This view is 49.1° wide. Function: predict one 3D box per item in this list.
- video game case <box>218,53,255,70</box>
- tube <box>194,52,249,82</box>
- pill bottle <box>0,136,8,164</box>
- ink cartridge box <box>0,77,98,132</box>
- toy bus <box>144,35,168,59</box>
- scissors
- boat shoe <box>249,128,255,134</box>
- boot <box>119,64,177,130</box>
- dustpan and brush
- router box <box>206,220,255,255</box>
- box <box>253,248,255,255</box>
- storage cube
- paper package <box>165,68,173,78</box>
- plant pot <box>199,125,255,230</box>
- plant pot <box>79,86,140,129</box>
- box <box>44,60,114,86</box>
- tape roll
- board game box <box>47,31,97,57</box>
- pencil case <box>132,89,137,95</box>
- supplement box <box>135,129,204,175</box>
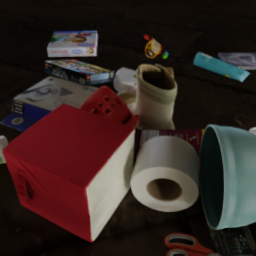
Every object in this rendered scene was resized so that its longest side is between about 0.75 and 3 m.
[{"bbox_3d":[5.338,-3.052,12.770,2.064,0.196,1.475,0,38,-1],"label":"video game case"},{"bbox_3d":[3.935,-2.586,11.943,2.270,0.572,0.879,30,55,26],"label":"tube"},{"bbox_3d":[-3.997,0.678,7.571,1.338,0.743,0.743,-8,39,-10],"label":"pill bottle"},{"bbox_3d":[-2.437,-0.741,9.527,2.732,0.556,2.738,16,41,19],"label":"ink cartridge box"},{"bbox_3d":[1.115,-3.615,13.076,1.308,0.676,1.234,1,54,-47],"label":"toy bus"},{"bbox_3d":[1.656,2.443,5.436,1.989,0.139,0.728,-3,33,22],"label":"scissors"},{"bbox_3d":[4.375,0.695,7.602,0.804,0.845,2.346,-17,33,-22],"label":"boat shoe"},{"bbox_3d":[0.463,-0.930,8.369,1.035,2.221,2.872,-24,44,-19],"label":"boot"},{"bbox_3d":[-0.123,-1.559,10.672,1.469,0.602,2.105,21,36,19],"label":"dustpan and brush"},{"bbox_3d":[2.174,2.275,5.883,0.770,0.319,1.028,-2,39,-2],"label":"router box"},{"bbox_3d":[4.008,2.141,5.565,2.204,0.609,2.751,31,47,21],"label":"box"},{"bbox_3d":[-1.171,0.941,6.319,1.999,1.901,2.224,19,42,20],"label":"storage cube"},{"bbox_3d":[1.463,-2.117,11.406,0.731,0.397,0.767,1,38,1],"label":"paper package"},{"bbox_3d":[2.316,0.960,5.619,1.376,2.054,2.054,0,38,2],"label":"plant pot"},{"bbox_3d":[-0.592,-0.139,7.844,1.431,1.571,1.571,41,48,4],"label":"plant pot"},{"bbox_3d":[-1.930,-2.224,11.050,2.314,0.436,1.581,22,26,30],"label":"box"},{"bbox_3d":[0.875,1.066,6.474,1.494,1.494,1.026,7,39,9],"label":"tape roll"},{"bbox_3d":[-2.720,-4.253,14.054,2.290,0.471,2.284,-3,38,-3],"label":"board game box"},{"bbox_3d":[0.701,-0.997,9.907,1.232,0.510,0.533,28,15,31],"label":"pencil case"},{"bbox_3d":[1.109,0.634,7.313,1.781,0.983,0.763,0,39,9],"label":"supplement box"}]
